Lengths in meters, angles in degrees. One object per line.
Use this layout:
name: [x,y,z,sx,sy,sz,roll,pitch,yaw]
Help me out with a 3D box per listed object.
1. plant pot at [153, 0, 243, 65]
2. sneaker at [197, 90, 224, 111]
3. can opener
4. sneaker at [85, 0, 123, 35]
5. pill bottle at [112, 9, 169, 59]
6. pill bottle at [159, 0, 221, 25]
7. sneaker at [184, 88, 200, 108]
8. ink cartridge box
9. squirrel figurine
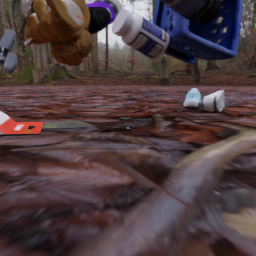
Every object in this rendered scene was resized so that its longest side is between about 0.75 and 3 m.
plant pot: [2.136,-3.523,9.337,2.381,2.380,2.140,12,-8,-31]
sneaker: [3.594,-1.137,11.869,0.887,0.841,2.203,-5,5,28]
can opener: [-3.895,-2.447,9.181,0.728,0.581,2.177,15,42,-19]
sneaker: [-1.440,-3.436,8.987,2.611,0.908,1.299,6,48,49]
pill bottle: [0.364,-2.757,8.255,1.574,0.911,0.911,22,-3,-32]
pill bottle: [1.433,-3.221,6.760,1.696,0.949,0.949,20,-2,-33]
sneaker: [3.002,-1.427,13.111,0.776,0.861,2.101,1,10,11]
ink cartridge box: [-3.516,-0.213,7.307,2.366,0.675,1.923,-7,11,-13]
squirrel figurine: [-1.659,-2.136,6.485,1.549,1.660,1.174,-13,22,32]
